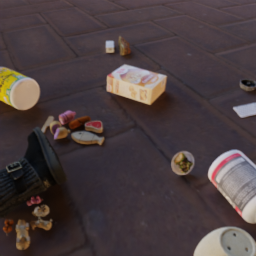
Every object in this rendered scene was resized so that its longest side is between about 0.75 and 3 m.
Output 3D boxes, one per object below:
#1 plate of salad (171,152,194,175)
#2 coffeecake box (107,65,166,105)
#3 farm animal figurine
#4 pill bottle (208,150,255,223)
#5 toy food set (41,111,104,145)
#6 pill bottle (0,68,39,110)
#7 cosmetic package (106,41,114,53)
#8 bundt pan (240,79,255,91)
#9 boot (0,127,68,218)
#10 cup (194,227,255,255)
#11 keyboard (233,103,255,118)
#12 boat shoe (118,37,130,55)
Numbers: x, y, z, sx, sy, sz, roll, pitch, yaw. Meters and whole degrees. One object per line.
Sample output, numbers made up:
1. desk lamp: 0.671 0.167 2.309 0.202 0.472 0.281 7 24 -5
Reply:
1. plate of salad: 1.856 1.201 9.412 0.831 0.831 0.200 -11 15 -12
2. coffeecake box: 0.402 -2.082 13.158 2.260 0.826 1.735 20 37 20
3. farm animal figurine: -2.755 2.677 7.852 1.032 0.643 1.278 40 48 14
4. pill bottle: 3.580 1.884 8.165 1.335 1.335 2.412 -16 42 -18
5. toy food set: -2.153 -0.110 11.249 2.580 0.406 1.640 6 40 5
6. pill bottle: -5.373 -1.871 12.576 2.571 1.450 1.450 25 46 26
7. cosmetic package: -1.115 -4.973 17.173 0.480 0.350 0.944 -1 38 -2
8. bundt pan: 5.870 -2.074 13.723 0.807 0.303 0.807 -1 40 1
9. boot: -3.469 1.256 9.077 2.296 1.156 3.072 -28 33 -13
10. cup: 2.507 3.110 6.822 1.655 1.184 1.655 0 39 0
11. keyboard: 5.849 -0.888 12.441 2.354 0.126 0.663 -12 41 -13
12. boat shoe: -0.245 -4.955 16.976 0.595 0.635 1.763 -2 44 -12
